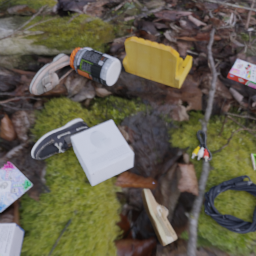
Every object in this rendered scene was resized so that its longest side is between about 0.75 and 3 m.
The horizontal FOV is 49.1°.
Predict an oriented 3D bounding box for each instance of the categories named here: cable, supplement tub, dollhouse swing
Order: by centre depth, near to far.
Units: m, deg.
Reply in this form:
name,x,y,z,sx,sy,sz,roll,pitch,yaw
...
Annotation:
name,x,y,z,sx,sy,sz,roll,pitch,yaw
cable,3.766,2.730,9.751,2.341,0.595,1.910,-16,59,-14
cable,3.054,0.719,11.301,0.783,0.406,1.613,14,54,9
dollhouse swing,1.458,-3.619,13.281,2.893,2.544,2.629,21,56,16
supplement tub,-1.613,-3.008,13.536,2.234,1.369,1.369,26,57,18

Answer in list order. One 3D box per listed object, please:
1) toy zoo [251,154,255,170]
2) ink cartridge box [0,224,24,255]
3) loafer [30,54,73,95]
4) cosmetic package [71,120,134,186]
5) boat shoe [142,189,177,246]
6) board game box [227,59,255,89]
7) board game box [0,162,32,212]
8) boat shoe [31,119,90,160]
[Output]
name,x,y,z,sx,sy,sz,roll,pitch,yaw
toy zoo,5.421,1.377,10.988,1.065,0.109,0.698,4,52,3
ink cartridge box,-4.717,3.894,8.514,2.562,0.978,1.748,0,53,-2
loafer,-3.539,-2.559,13.484,0.902,1.032,2.869,24,53,9
cosmetic package,-0.981,0.939,10.695,1.773,1.094,1.779,-23,56,-17
boat shoe,1.006,2.866,9.282,0.606,0.669,1.878,-20,79,-12
board game box,5.988,-2.676,13.931,1.672,0.337,1.279,27,57,19
board game box,-4.587,2.136,10.361,1.465,0.190,1.465,35,60,24
boat shoe,-2.598,0.546,11.161,2.526,0.933,0.762,-33,54,-32
